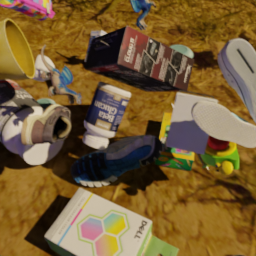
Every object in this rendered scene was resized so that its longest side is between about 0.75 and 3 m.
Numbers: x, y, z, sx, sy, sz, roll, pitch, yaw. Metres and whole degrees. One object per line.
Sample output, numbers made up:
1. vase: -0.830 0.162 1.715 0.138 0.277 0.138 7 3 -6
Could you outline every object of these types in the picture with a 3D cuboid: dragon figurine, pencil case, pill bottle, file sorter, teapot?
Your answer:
1. dragon figurine: 0.376 -4.586 10.227 0.995 2.002 0.589 -25 27 14
2. dragon figurine: -1.688 -1.225 6.890 0.459 1.561 0.776 -18 9 29
3. pencil case: -3.721 -4.678 10.172 1.224 1.224 2.770 9 14 8
4. pill bottle: -3.557 -0.208 9.232 1.735 1.735 2.995 -35 57 -29
5. file sorter: 1.422 -0.181 6.368 0.856 1.234 0.768 12 19 9
6. pill bottle: -0.630 -0.309 7.477 0.925 1.666 0.925 20 9 -3
7. teapot: -2.742 -1.921 9.278 0.689 0.931 0.943 15 54 -17

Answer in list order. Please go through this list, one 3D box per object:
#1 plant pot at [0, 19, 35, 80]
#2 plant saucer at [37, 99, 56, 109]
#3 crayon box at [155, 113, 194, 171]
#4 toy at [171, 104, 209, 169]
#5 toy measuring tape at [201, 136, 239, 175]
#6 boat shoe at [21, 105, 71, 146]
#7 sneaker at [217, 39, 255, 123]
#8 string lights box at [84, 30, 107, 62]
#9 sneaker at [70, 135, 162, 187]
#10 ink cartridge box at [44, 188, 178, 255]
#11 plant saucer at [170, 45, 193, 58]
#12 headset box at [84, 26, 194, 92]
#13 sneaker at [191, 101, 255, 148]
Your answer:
1. plant pot: -3.369 -1.921 7.463 1.131 1.593 1.593 -17 48 3
2. plant saucer: -3.328 -0.883 10.940 0.973 0.187 0.973 0 47 0
3. crayon box: 1.632 0.406 9.440 1.182 0.580 1.990 9 47 9
4. toy: 1.838 0.185 7.619 0.439 1.070 1.858 -26 65 16
5. toy measuring tape: 2.233 0.263 7.140 0.890 0.890 2.419 6 39 5
6. boat shoe: -1.593 -0.040 6.133 0.680 0.755 2.098 12 11 4
7. sneaker: 2.569 -0.824 5.712 0.782 2.143 0.758 -29 5 5
8. string lights box: -1.128 -2.804 9.788 0.567 1.103 0.325 15 1 43
9. sneaker: -0.400 0.942 8.836 2.880 1.080 1.248 -18 14 -6
10. ink cartridge box: -0.359 2.847 6.935 2.968 0.880 1.541 21 50 18
11. plant saucer: 2.440 -3.681 13.520 1.439 0.277 1.439 0 47 0
12. headset box: 0.172 -1.725 7.453 2.485 0.960 1.849 16 -3 -33
13. sneaker: 1.883 -0.085 5.676 1.686 0.623 0.691 27 9 -19
